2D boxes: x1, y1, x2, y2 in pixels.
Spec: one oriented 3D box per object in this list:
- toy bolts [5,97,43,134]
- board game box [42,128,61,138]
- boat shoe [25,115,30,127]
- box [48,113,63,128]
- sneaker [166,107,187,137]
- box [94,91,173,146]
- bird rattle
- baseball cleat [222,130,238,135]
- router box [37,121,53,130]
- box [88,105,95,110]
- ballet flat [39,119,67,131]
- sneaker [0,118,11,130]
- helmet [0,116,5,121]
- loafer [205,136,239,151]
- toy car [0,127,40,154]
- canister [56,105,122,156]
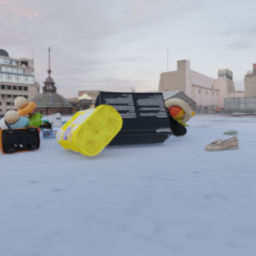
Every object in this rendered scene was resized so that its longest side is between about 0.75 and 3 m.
[{"bbox_3d":[-4.354,-0.199,10.962,1.837,1.334,1.924,-36,27,-1],"label":"toy bolts"},{"bbox_3d":[-3.216,0.238,14.822,2.317,0.424,1.753,-2,4,-7],"label":"board game box"},{"bbox_3d":[-5.918,-0.051,15.752,2.034,0.691,0.732,-29,2,19],"label":"boat shoe"},{"bbox_3d":[-4.077,-0.227,15.913,0.333,1.106,0.645,-12,5,35],"label":"box"},{"bbox_3d":[1.641,-0.444,12.589,2.222,0.667,1.159,26,-28,20],"label":"sneaker"},{"bbox_3d":[0.164,-0.362,11.140,2.730,1.927,1.077,-1,-27,-19],"label":"box"},{"bbox_3d":[2.313,-0.823,14.209,1.894,2.324,1.309,-38,5,48],"label":"bird rattle"},{"bbox_3d":[5.705,0.263,15.664,0.805,0.281,0.428,2,4,17],"label":"baseball cleat"},{"bbox_3d":[-4.067,-0.121,13.400,0.758,0.260,1.016,5,-11,-1],"label":"router box"},{"bbox_3d":[-1.514,-0.193,12.064,0.183,1.406,1.720,-3,13,4],"label":"box"},{"bbox_3d":[-4.466,0.000,17.178,2.575,0.868,0.820,3,-22,30],"label":"ballet flat"},{"bbox_3d":[-5.708,0.086,13.021,0.994,0.977,2.580,-28,-4,-11],"label":"sneaker"},{"bbox_3d":[-6.594,-0.038,14.622,1.084,1.033,1.084,23,4,-2],"label":"helmet"},{"bbox_3d":[3.352,0.548,10.030,1.487,0.468,0.535,-2,4,-27],"label":"loafer"},{"bbox_3d":[-4.082,-0.436,9.364,0.981,2.948,1.446,-4,18,43],"label":"toy car"},{"bbox_3d":[-1.354,0.079,9.044,1.626,0.948,2.189,-49,21,-21],"label":"canister"}]
